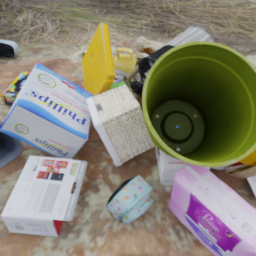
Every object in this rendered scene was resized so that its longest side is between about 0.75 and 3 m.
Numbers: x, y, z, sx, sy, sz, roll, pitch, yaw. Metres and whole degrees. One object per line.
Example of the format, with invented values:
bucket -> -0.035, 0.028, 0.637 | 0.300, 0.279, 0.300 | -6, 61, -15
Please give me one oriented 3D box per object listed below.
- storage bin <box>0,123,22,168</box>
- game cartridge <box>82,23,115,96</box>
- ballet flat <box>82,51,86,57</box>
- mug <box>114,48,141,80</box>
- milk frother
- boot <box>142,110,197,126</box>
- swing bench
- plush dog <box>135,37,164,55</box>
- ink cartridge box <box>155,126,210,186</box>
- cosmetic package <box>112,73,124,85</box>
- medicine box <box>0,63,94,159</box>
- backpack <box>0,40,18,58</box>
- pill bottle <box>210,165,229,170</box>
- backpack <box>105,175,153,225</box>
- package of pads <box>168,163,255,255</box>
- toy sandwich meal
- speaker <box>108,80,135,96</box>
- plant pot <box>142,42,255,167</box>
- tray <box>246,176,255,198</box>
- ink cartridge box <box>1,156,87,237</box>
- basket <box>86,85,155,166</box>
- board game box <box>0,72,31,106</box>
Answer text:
storage bin -> -4.738, 0.542, 8.740 | 1.404, 1.521, 2.090 | 18, 44, 34
game cartridge -> -1.163, -2.239, 10.621 | 0.410, 2.227, 2.527 | 3, 62, -28
ballet flat -> -1.914, -3.929, 14.475 | 0.369, 0.371, 1.085 | 30, 49, 31
mug -> -0.008, -2.886, 12.510 | 1.234, 1.503, 1.204 | 15, 31, 24
milk frother -> 1.326, -1.884, 9.056 | 2.145, 2.058, 2.280 | -37, 35, -23
boot -> 1.840, -0.926, 9.648 | 2.632, 0.926, 1.884 | 3, 49, 11
swing bench -> 1.267, -1.868, 10.321 | 2.160, 2.172, 1.409 | -3, 58, -21
plush dog -> 1.180, -2.816, 11.824 | 1.592, 1.984, 1.704 | -8, 41, 24
ink cartridge box -> 1.613, 0.817, 8.779 | 1.369, 0.803, 1.869 | 0, 40, -4
cosmetic package -> -0.941, -1.856, 12.109 | 0.655, 0.402, 1.587 | 28, 49, 29
medicine box -> -2.456, -0.526, 9.074 | 2.279, 1.288, 2.502 | 29, 33, -23
backpack -> -6.229, -3.999, 14.146 | 1.232, 1.028, 0.780 | 7, 38, -1
pill bottle -> 2.932, 0.441, 9.065 | 1.003, 1.003, 1.802 | 11, 43, 12
backpack -> 0.080, 1.848, 7.285 | 1.094, 1.245, 0.954 | -33, 67, -34
package of pads -> 2.126, 2.141, 6.718 | 0.973, 1.549, 2.571 | -26, 47, -26
toy sandwich meal -> 3.776, 0.417, 7.607 | 2.675, 2.675, 0.916 | -26, 81, -26
speaker -> -0.341, -1.429, 11.349 | 1.816, 0.803, 0.803 | -17, 44, -18
plant pot -> 1.530, -0.270, 6.928 | 2.669, 2.570, 2.669 | 1, 78, -4
tray -> 4.067, 1.306, 8.654 | 1.188, 0.245, 2.212 | -2, 41, -3
ink cartridge box -> -2.105, 1.812, 7.623 | 1.757, 0.839, 2.002 | 4, 42, 5
basket -> -0.249, -0.157, 8.751 | 1.437, 1.786, 1.770 | -26, 34, 0
board game box -> -4.090, -1.612, 11.729 | 1.581, 0.542, 1.912 | 6, 42, 9
